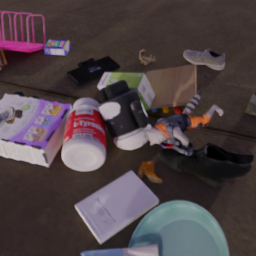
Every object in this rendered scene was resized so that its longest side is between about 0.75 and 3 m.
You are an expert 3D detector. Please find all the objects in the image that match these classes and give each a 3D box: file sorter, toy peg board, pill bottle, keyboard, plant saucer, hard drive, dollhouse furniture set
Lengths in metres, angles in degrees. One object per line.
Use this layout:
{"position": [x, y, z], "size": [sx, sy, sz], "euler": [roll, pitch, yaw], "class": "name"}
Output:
{"position": [-6.262, -5.296, 15.204], "size": [2.986, 1.873, 2.075], "euler": [7, 22, 8], "class": "file sorter"}
{"position": [1.906, -1.500, 12.364], "size": [2.258, 1.109, 2.267], "euler": [-5, 49, 19], "class": "toy peg board"}
{"position": [-1.568, 0.143, 10.316], "size": [1.490, 1.490, 2.655], "euler": [-3, 44, -3], "class": "pill bottle"}
{"position": [-1.833, -3.026, 14.434], "size": [2.614, 0.335, 1.569], "euler": [-29, 58, -28], "class": "keyboard"}
{"position": [1.180, 3.294, 6.861], "size": [2.951, 0.530, 2.951], "euler": [-29, 41, 30], "class": "plant saucer"}
{"position": [-0.347, 2.410, 8.843], "size": [2.216, 0.291, 1.461], "euler": [-28, 51, -25], "class": "hard drive"}
{"position": [0.962, -3.827, 15.113], "size": [0.693, 0.491, 0.755], "euler": [-31, 52, -28], "class": "dollhouse furniture set"}

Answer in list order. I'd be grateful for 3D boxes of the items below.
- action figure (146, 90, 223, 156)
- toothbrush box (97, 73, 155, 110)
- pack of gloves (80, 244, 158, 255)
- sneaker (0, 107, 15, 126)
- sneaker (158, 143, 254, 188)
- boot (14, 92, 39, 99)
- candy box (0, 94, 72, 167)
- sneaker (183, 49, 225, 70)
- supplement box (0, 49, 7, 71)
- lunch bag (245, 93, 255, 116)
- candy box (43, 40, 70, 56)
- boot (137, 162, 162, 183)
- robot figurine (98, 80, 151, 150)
{"position": [1.628, -0.255, 10.149], "size": [2.624, 1.419, 2.713], "euler": [-31, 35, -25], "class": "action figure"}
{"position": [-0.065, -1.504, 11.468], "size": [1.911, 1.391, 0.823], "euler": [9, 61, 31], "class": "toothbrush box"}
{"position": [-0.412, 3.884, 6.884], "size": [2.418, 0.477, 2.031], "euler": [-9, 40, 8], "class": "pack of gloves"}
{"position": [-4.361, -0.368, 9.833], "size": [0.929, 0.396, 0.358], "euler": [-45, 92, 4], "class": "sneaker"}
{"position": [2.457, 1.003, 9.379], "size": [2.989, 1.559, 0.897], "euler": [23, 48, 21], "class": "sneaker"}
{"position": [-4.662, -1.358, 12.621], "size": [1.092, 0.417, 0.917], "euler": [-26, 53, -16], "class": "boot"}
{"position": [-3.941, -0.012, 10.785], "size": [2.943, 1.053, 2.469], "euler": [11, 45, 10], "class": "candy box"}
{"position": [4.056, -3.838, 14.806], "size": [2.263, 0.928, 0.846], "euler": [20, 48, 19], "class": "sneaker"}
{"position": [-7.268, -3.380, 14.354], "size": [1.355, 0.900, 1.336], "euler": [6, 45, 6], "class": "supplement box"}
{"position": [5.800, -1.022, 12.073], "size": [1.033, 0.741, 1.260], "euler": [24, 43, 23], "class": "lunch bag"}
{"position": [-4.024, -4.548, 15.869], "size": [1.211, 0.466, 1.024], "euler": [5, 43, 4], "class": "candy box"}
{"position": [0.826, 1.505, 9.732], "size": [0.938, 0.330, 0.672], "euler": [13, 51, 21], "class": "boot"}
{"position": [-0.104, -0.439, 10.278], "size": [1.567, 2.511, 1.886], "euler": [-22, 7, 12], "class": "robot figurine"}
